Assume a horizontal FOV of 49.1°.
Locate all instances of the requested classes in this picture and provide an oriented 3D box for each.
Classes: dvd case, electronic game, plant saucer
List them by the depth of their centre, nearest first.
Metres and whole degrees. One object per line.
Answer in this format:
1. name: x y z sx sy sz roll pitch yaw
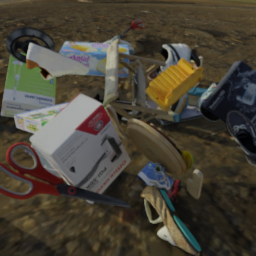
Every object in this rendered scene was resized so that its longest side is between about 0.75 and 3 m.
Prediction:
1. electronic game: -3.096 -2.566 8.912 1.475 1.475 0.307 -5 59 -8
2. plant saucer: 2.103 -2.469 12.873 2.364 0.407 2.364 -13 26 7
3. dvd case: 2.499 -0.991 13.624 2.909 0.232 2.163 -11 33 -17

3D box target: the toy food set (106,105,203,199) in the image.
1. toy food set: 0.643 0.351 5.896 2.470 1.705 0.496 37 74 24

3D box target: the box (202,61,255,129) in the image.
1. box: 3.307 -0.790 8.102 1.646 1.619 0.967 36 14 3

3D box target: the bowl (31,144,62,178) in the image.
1. bowl: -2.166 0.968 9.592 2.118 0.952 2.118 5 42 -5

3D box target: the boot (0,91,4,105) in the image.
1. boot: -6.991 -1.328 13.897 1.409 0.696 1.815 4 39 14

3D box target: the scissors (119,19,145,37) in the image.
1. scissors: 0.076 -3.587 10.006 1.234 0.086 0.452 -29 79 -24

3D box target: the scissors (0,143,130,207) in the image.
1. scissors: -1.339 1.299 5.574 2.858 0.199 1.045 32 58 -10

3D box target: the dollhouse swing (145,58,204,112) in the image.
1. dollhouse swing: 1.111 -1.232 7.053 1.293 1.137 1.175 -40 65 0

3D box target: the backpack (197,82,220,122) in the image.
1. backpack: 2.872 -0.829 9.215 1.022 1.152 0.867 36 18 -15

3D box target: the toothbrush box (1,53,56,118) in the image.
1. toothbrush box: -3.567 -1.495 10.214 1.669 0.987 2.293 8 54 -24

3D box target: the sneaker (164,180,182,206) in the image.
1. sneaker: 1.255 2.003 8.633 0.552 0.400 1.131 7 35 25

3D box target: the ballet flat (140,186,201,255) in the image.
1. ballet flat: 1.027 2.504 7.552 0.768 0.829 2.352 -38 44 5

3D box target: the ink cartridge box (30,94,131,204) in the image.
1. ink cartridge box: -0.915 0.512 6.147 0.827 1.994 1.464 26 64 38

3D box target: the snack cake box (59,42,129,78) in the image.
1. snack cake box: -1.254 -2.670 10.826 2.542 0.854 1.462 2 34 -4

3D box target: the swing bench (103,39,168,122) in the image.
1. swing bench: 0.084 -1.341 8.913 2.036 1.321 2.025 18 61 -30

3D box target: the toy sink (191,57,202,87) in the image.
1. toy sink: 3.455 -3.167 15.781 0.932 1.664 1.085 21 38 29

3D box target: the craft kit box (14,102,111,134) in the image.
1. craft kit box: -1.814 -0.282 7.897 1.963 0.482 1.988 9 21 44

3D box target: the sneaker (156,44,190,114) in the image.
1. sneaker: 1.541 -1.780 10.123 1.153 0.995 2.630 6 75 -6

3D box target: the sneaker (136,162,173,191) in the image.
1. sneaker: 0.661 1.006 5.842 0.433 0.441 1.145 37 8 36

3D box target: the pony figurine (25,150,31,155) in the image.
1. pony figurine: -3.129 0.731 10.289 1.319 1.098 1.273 -1 19 28

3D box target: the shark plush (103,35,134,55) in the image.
1. shark plush: -0.873 -3.178 11.927 2.178 0.907 0.990 -24 7 -10

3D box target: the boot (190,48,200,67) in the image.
1. boot: 2.566 -2.673 10.963 0.306 0.820 0.397 4 39 47

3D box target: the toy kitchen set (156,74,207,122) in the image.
1. toy kitchen set: 2.560 -1.775 12.403 1.756 2.388 2.981 14 36 22

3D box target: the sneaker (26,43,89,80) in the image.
1. sneaker: -1.936 -1.633 7.654 1.864 0.789 0.679 12 11 -46

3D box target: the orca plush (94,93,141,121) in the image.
1. orca plush: -0.592 -1.217 13.225 1.517 1.025 2.883 -25 40 -35

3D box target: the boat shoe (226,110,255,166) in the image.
1. boat shoe: 2.680 0.118 6.426 0.560 0.484 1.543 -25 51 15
